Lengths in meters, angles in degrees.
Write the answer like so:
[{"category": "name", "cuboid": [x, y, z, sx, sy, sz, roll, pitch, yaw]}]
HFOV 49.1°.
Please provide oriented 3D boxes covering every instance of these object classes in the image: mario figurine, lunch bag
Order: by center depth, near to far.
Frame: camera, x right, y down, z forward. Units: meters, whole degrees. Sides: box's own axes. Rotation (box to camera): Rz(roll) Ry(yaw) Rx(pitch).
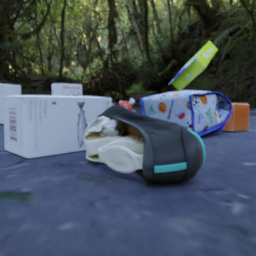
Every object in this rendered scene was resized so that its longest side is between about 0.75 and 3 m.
[{"category": "lunch bag", "cuboid": [1.819, -0.461, 8.513, 1.918, 1.397, 2.256, 4, 15, 44]}, {"category": "mario figurine", "cuboid": [-0.465, -1.374, 18.160, 1.240, 1.445, 2.340, 26, -8, -17]}]

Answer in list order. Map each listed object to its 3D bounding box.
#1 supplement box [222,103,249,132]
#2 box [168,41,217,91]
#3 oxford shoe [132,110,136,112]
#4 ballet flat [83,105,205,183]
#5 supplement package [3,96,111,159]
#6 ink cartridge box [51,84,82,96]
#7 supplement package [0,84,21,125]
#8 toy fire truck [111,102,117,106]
[{"category": "supplement box", "cuboid": [2.881, -0.449, 10.469, 0.991, 1.025, 2.980, -3, 8, -35]}, {"category": "box", "cuboid": [2.461, -2.289, 10.469, 1.391, 0.544, 2.282, -44, 3, 43]}, {"category": "oxford shoe", "cuboid": [-0.893, -0.121, 7.377, 2.417, 0.881, 0.862, 1, 5, 8]}, {"category": "ballet flat", "cuboid": [-0.111, 0.168, 4.298, 0.977, 0.971, 2.856, -14, 11, -25]}, {"category": "supplement package", "cuboid": [-1.430, -0.105, 5.873, 1.942, 1.135, 1.139, -6, 8, -43]}, {"category": "ink cartridge box", "cuboid": [-3.077, -1.279, 14.239, 0.800, 1.906, 1.380, 3, 6, 39]}, {"category": "supplement package", "cuboid": [-6.456, -1.066, 12.660, 2.908, 1.763, 1.742, 3, 6, 31]}, {"category": "toy fire truck", "cuboid": [-0.784, -0.844, 14.625, 0.649, 0.972, 1.158, 5, 7, 43]}]
